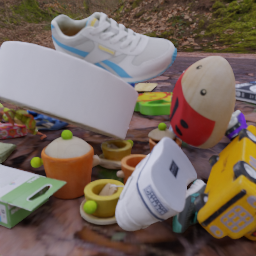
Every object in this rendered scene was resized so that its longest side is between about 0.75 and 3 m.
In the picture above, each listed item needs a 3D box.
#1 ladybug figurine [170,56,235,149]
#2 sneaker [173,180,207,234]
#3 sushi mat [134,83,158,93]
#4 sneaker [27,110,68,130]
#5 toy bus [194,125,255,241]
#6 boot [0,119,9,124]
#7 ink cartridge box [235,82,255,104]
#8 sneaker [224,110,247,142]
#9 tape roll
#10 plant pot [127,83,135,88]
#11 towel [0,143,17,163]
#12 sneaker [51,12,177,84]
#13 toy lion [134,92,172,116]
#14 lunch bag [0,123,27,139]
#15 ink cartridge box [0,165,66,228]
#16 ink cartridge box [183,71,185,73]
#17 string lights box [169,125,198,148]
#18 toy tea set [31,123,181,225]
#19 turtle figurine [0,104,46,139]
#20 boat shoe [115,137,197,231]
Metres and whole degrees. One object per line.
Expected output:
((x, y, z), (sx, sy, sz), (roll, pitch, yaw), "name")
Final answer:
((1.252, -0.384, 5.159), (0.785, 2.183, 1.481), (-3, 63, -3), "ladybug figurine")
((1.062, 1.144, 4.054), (0.561, 0.477, 1.230), (16, 26, 30), "sneaker")
((0.791, -2.026, 14.105), (1.054, 0.133, 2.202), (5, 19, 15), "sushi mat")
((-2.308, -0.265, 8.001), (1.315, 0.541, 0.486), (-3, 34, -12), "sneaker")
((1.771, 0.743, 4.161), (0.982, 0.816, 2.508), (42, 28, 6), "toy bus")
((-3.654, -0.304, 8.668), (0.762, 0.276, 0.634), (21, 26, 41), "boot")
((5.571, -1.619, 12.208), (2.642, 0.579, 2.667), (-12, 21, -31), "ink cartridge box")
((2.736, 0.072, 6.989), (0.543, 0.777, 1.563), (-41, -7, 29), "sneaker")
((-1.304, -0.667, 5.890), (2.946, 1.030, 2.946), (17, -4, 1), "tape roll")
((-1.012, -1.975, 9.985), (2.092, 1.881, 2.092), (-18, 7, 4), "plant pot")
((-3.053, 0.576, 6.116), (0.857, 0.211, 1.155), (-1, 18, 1), "towel")
((-0.398, -1.840, 6.294), (2.955, 1.194, 1.131), (9, 54, 17), "sneaker")
((1.029, -0.903, 9.934), (2.323, 0.832, 2.424), (-2, 17, 16), "toy lion")
((-3.160, 0.050, 7.577), (0.806, 0.330, 0.710), (-7, 15, -18), "lunch bag")
((-1.782, 1.041, 4.308), (1.534, 0.455, 0.796), (8, 20, 24), "ink cartridge box")
((2.684, -1.526, 10.956), (0.661, 1.158, 2.231), (-2, 18, -1), "ink cartridge box")
((1.423, 0.068, 6.793), (0.287, 0.500, 0.974), (15, 11, -33), "string lights box")
((-0.165, 0.428, 5.129), (1.770, 1.102, 2.977), (12, 22, 32), "toy tea set")
((-2.798, -0.295, 6.874), (1.387, 0.554, 1.720), (18, -11, 18), "turtle figurine")
((0.432, 0.755, 4.247), (0.787, 0.886, 2.408), (-38, -9, 19), "boat shoe")
